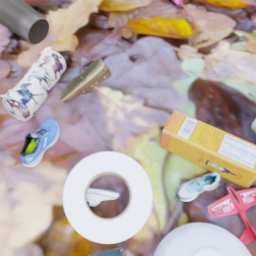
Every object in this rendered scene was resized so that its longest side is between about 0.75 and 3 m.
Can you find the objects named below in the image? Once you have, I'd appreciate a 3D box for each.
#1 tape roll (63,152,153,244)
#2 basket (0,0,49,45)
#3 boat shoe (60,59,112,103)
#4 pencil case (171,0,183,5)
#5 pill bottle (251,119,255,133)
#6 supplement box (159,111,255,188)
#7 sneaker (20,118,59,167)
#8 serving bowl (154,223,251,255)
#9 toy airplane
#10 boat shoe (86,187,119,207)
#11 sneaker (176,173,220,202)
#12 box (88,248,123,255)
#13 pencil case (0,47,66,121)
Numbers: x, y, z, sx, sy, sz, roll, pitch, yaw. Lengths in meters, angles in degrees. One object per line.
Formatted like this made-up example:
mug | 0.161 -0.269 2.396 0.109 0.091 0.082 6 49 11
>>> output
tape roll | -0.523 1.822 7.484 2.386 0.436 2.386 2 72 -6
basket | -4.332 -4.412 11.360 2.031 1.832 1.381 37 98 11
boat shoe | -1.451 -1.427 9.480 2.090 0.706 0.752 -34 38 23
pencil case | 1.989 -6.182 13.052 1.169 0.530 0.547 41 35 24
pill bottle | 4.849 0.616 8.047 1.532 1.532 2.560 -21 58 -13
supplement box | 2.453 0.617 8.379 2.904 0.966 0.999 28 59 16
sneaker | -2.719 0.350 8.665 0.677 0.769 1.724 18 58 11
serving bowl | 1.871 3.500 6.570 2.648 0.871 2.648 0 57 -1
toy airplane | 3.130 2.322 7.638 1.877 0.345 1.877 2 56 -3
boat shoe | -0.981 1.951 7.860 1.421 0.504 0.496 5 84 -1
sneaker | 1.982 1.605 7.953 1.372 0.592 0.532 -22 60 -14
box | -1.137 3.951 6.514 2.407 0.454 1.644 -11 58 -7
pencil case | -3.167 -1.572 9.650 1.030 1.184 2.647 13 57 18
